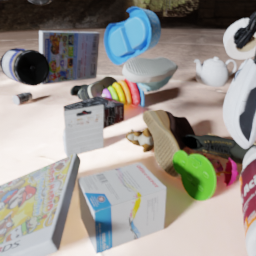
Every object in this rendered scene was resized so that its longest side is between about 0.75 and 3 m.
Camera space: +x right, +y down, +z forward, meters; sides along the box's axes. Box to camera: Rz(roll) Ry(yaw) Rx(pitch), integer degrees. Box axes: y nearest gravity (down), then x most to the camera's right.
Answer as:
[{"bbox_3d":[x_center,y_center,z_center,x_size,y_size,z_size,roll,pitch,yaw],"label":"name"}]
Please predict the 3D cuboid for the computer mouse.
[{"bbox_3d":[2.326,-0.889,5.724,0.588,2.682,1.471,3,9,4],"label":"computer mouse"}]

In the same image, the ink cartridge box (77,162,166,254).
[{"bbox_3d":[-0.138,1.561,5.713,1.504,1.088,1.107,-11,27,-22],"label":"ink cartridge box"}]

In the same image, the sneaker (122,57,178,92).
[{"bbox_3d":[0.628,-1.430,8.294,0.954,1.058,2.581,41,33,22],"label":"sneaker"}]

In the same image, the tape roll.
[{"bbox_3d":[3.795,-2.868,9.114,1.297,1.297,0.454,1,54,2],"label":"tape roll"}]

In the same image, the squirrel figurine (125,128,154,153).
[{"bbox_3d":[0.459,0.333,9.004,0.970,0.735,1.039,5,9,43],"label":"squirrel figurine"}]

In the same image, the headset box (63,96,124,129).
[{"bbox_3d":[-1.220,-0.582,10.726,1.994,0.770,1.484,-22,33,-40],"label":"headset box"}]

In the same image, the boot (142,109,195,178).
[{"bbox_3d":[1.573,0.412,8.382,1.964,0.854,2.362,8,46,-39],"label":"boot"}]

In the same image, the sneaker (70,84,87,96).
[{"bbox_3d":[-2.228,-1.865,13.805,0.764,0.510,1.334,9,20,33],"label":"sneaker"}]

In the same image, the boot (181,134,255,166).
[{"bbox_3d":[2.601,0.607,7.780,1.367,0.766,1.977,5,2,-43],"label":"boot"}]

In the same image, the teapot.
[{"bbox_3d":[3.171,-2.126,10.311,1.282,0.949,1.299,23,33,24],"label":"teapot"}]

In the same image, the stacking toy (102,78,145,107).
[{"bbox_3d":[-0.594,-1.335,12.052,2.505,1.375,1.454,-21,48,-14],"label":"stacking toy"}]

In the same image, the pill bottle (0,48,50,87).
[{"bbox_3d":[-2.490,-1.455,6.576,0.797,0.797,1.424,-18,26,-34],"label":"pill bottle"}]

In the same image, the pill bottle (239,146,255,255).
[{"bbox_3d":[3.033,1.414,5.504,1.539,1.539,2.696,7,26,15],"label":"pill bottle"}]

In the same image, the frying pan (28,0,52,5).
[{"bbox_3d":[-2.067,-2.794,5.708,1.169,0.707,0.190,-3,67,-15],"label":"frying pan"}]

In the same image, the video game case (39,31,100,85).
[{"bbox_3d":[-2.387,-2.951,11.703,0.257,2.044,2.854,26,30,35],"label":"video game case"}]

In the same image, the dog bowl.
[{"bbox_3d":[0.135,-3.542,10.962,0.728,1.636,2.936,-21,5,-36],"label":"dog bowl"}]

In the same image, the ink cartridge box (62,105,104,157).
[{"bbox_3d":[-1.350,0.046,8.455,1.249,1.536,0.438,-12,28,-25],"label":"ink cartridge box"}]

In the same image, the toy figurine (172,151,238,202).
[{"bbox_3d":[2.069,1.060,7.060,1.352,1.103,1.469,-2,28,-33],"label":"toy figurine"}]

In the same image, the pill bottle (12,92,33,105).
[{"bbox_3d":[-4.801,-1.359,12.755,0.476,0.476,0.822,14,28,28],"label":"pill bottle"}]

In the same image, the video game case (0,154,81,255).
[{"bbox_3d":[-2.147,1.633,5.419,2.342,0.295,2.573,-23,23,9],"label":"video game case"}]

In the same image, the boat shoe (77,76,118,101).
[{"bbox_3d":[-1.292,-1.803,13.219,0.927,0.985,2.742,-17,7,33],"label":"boat shoe"}]
